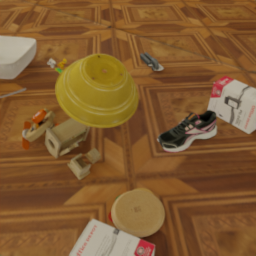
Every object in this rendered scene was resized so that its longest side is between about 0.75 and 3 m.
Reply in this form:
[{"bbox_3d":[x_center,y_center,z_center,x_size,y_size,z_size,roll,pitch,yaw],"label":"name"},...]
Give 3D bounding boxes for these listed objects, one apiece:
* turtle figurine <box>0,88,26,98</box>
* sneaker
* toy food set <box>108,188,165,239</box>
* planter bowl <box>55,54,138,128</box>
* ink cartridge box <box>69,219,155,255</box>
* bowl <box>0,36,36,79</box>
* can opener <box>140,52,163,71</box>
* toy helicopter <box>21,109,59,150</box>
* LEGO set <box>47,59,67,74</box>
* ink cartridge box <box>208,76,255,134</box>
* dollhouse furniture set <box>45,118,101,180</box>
[{"bbox_3d":[-6.019,-1.628,10.513,2.843,2.046,2.757,8,45,14],"label":"turtle figurine"},{"bbox_3d":[2.003,-0.034,9.419,2.315,1.000,0.930,-22,44,-23],"label":"sneaker"},{"bbox_3d":[0.227,2.211,7.296,1.415,0.348,1.429,-20,44,-22],"label":"toy food set"},{"bbox_3d":[-0.625,-1.092,6.585,2.068,0.861,2.068,8,59,-13],"label":"planter bowl"},{"bbox_3d":[-0.366,2.933,6.195,1.613,0.673,1.172,16,43,18],"label":"ink cartridge box"},{"bbox_3d":[-5.920,-3.262,13.139,2.856,1.068,2.860,6,42,7],"label":"bowl"},{"bbox_3d":[1.129,-3.250,13.535,0.482,0.609,1.831,-16,38,-16],"label":"can opener"},{"bbox_3d":[-3.078,-0.107,9.639,1.422,0.848,2.150,-40,24,6],"label":"toy helicopter"},{"bbox_3d":[-2.072,-1.953,8.985,0.969,0.398,0.370,40,43,0],"label":"LEGO set"},{"bbox_3d":[3.937,-0.844,10.087,0.767,1.336,1.840,-30,49,-30],"label":"ink cartridge box"},{"bbox_3d":[-1.328,0.486,9.107,2.007,1.116,1.775,-33,75,-33],"label":"dollhouse furniture set"}]
